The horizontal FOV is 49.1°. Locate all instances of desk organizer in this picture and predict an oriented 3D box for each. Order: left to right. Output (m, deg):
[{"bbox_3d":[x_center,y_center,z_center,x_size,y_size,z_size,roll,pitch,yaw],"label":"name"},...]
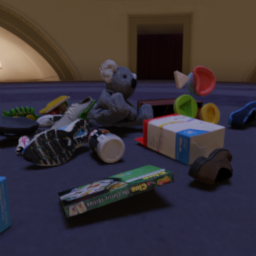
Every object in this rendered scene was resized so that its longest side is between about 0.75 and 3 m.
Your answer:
[{"bbox_3d":[1.903,-0.743,12.704,2.860,1.026,1.101,-6,16,-25],"label":"desk organizer"}]

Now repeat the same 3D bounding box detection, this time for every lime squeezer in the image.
[{"bbox_3d":[-1.644,-0.302,10.829,0.633,0.338,1.792,-4,50,21],"label":"lime squeezer"}]

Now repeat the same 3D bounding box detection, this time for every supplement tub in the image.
[{"bbox_3d":[-0.663,0.462,7.841,0.757,0.757,1.235,-6,15,-25],"label":"supplement tub"}]

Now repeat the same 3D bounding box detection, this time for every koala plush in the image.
[{"bbox_3d":[-0.380,-1.362,11.207,2.243,2.441,2.165,-9,-16,43],"label":"koala plush"}]

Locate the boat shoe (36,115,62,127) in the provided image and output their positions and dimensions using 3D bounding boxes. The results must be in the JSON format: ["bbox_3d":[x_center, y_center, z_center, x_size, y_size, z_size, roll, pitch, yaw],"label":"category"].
[{"bbox_3d":[-3.233,-0.363,11.808,1.237,0.455,0.413,-15,0,-18],"label":"boat shoe"}]

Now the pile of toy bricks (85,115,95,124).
[{"bbox_3d":[-1.892,-0.629,12.336,1.875,0.926,1.040,-4,13,-19],"label":"pile of toy bricks"}]

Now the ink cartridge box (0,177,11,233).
[{"bbox_3d":[-3.027,1.367,3.496,1.510,0.890,2.624,5,13,20],"label":"ink cartridge box"}]

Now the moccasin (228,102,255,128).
[{"bbox_3d":[5.198,-0.431,11.968,2.340,0.941,0.798,-27,39,-31],"label":"moccasin"}]

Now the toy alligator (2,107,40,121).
[{"bbox_3d":[-5.026,-0.490,12.082,2.819,0.765,0.836,-8,15,-32],"label":"toy alligator"}]

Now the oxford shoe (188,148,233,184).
[{"bbox_3d":[2.071,0.938,6.409,0.728,0.626,1.724,29,29,31],"label":"oxford shoe"}]

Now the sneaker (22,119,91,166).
[{"bbox_3d":[-2.051,0.510,7.984,1.094,0.953,2.432,-20,4,30],"label":"sneaker"}]

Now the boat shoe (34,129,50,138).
[{"bbox_3d":[-2.642,0.207,9.640,1.155,0.422,0.362,-7,37,-16],"label":"boat shoe"}]

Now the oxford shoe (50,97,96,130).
[{"bbox_3d":[-2.222,-0.545,11.272,0.895,0.687,2.381,7,36,44],"label":"oxford shoe"}]

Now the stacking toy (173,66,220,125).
[{"bbox_3d":[2.475,-1.186,11.200,2.152,2.377,1.004,-1,-3,-27],"label":"stacking toy"}]

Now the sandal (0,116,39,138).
[{"bbox_3d":[-3.946,0.047,9.961,1.112,0.626,2.924,22,2,4],"label":"sandal"}]

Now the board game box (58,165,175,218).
[{"bbox_3d":[-0.250,1.098,5.178,1.977,0.232,1.036,-14,3,-19],"label":"board game box"}]

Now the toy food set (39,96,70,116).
[{"bbox_3d":[-3.511,-0.867,13.945,1.501,0.833,2.551,-38,20,-15],"label":"toy food set"}]

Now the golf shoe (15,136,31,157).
[{"bbox_3d":[-3.072,0.537,8.231,0.533,0.420,1.157,-14,21,-33],"label":"golf shoe"}]

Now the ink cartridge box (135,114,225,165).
[{"bbox_3d":[1.439,0.202,8.498,1.445,0.836,2.487,-12,20,-33],"label":"ink cartridge box"}]
